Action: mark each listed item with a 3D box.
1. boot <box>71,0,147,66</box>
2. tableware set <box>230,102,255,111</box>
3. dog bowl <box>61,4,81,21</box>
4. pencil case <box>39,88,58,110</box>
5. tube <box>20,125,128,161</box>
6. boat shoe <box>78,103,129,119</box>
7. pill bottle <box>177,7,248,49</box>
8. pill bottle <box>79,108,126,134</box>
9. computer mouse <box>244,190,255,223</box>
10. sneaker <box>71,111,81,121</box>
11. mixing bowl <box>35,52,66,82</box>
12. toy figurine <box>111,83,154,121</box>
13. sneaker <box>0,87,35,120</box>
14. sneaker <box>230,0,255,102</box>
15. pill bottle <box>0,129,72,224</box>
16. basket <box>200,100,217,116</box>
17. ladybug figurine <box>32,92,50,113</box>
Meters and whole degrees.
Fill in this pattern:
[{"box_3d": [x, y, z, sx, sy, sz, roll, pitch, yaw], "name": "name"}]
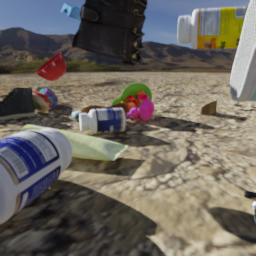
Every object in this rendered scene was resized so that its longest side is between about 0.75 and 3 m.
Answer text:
[{"box_3d": [0.217, -2.244, 4.830, 2.651, 2.308, 0.918, 13, 26, 20], "name": "boot"}, {"box_3d": [6.113, -1.106, 14.122, 1.841, 0.214, 1.538, -1, 14, -1], "name": "tableware set"}, {"box_3d": [-1.713, -3.729, 9.047, 0.669, 0.297, 1.199, 2, 29, -37], "name": "dog bowl"}, {"box_3d": [-4.136, -1.522, 14.321, 0.853, 0.926, 2.003, -5, 16, -21], "name": "pencil case"}, {"box_3d": [-1.473, 0.451, 7.247, 2.786, 0.723, 0.808, 7, 58, 16], "name": "tube"}, {"box_3d": [-0.952, -0.424, 10.636, 2.163, 0.761, 0.760, -8, -22, -38], "name": "boat shoe"}, {"box_3d": [2.546, -2.915, 8.255, 2.081, 1.137, 1.137, 3, 15, 15], "name": "pill bottle"}, {"box_3d": [-0.878, -0.229, 9.455, 1.469, 0.816, 0.816, -4, 15, -13], "name": "pill bottle"}, {"box_3d": [2.274, 1.297, 4.594, 0.610, 0.244, 1.113, 5, 15, 15], "name": "computer mouse"}, {"box_3d": [-1.643, -0.503, 11.395, 1.247, 0.461, 0.511, -14, 23, -15], "name": "sneaker"}, {"box_3d": [-1.960, -1.541, 7.399, 0.867, 0.470, 0.867, -31, 26, 17], "name": "mixing bowl"}, {"box_3d": [0.317, -0.860, 11.584, 1.911, 1.434, 1.758, -23, 26, -2], "name": "toy figurine"}, {"box_3d": [-5.175, -1.055, 11.776, 2.372, 1.260, 0.887, -9, 17, -32], "name": "sneaker"}, {"box_3d": [2.758, -1.691, 5.103, 1.118, 2.728, 1.008, 2, 42, -3], "name": "sneaker"}, {"box_3d": [-1.908, 0.709, 4.995, 1.198, 1.198, 2.071, 4, 14, 17], "name": "pill bottle"}, {"box_3d": [3.607, -0.950, 12.691, 0.591, 0.617, 0.828, 12, 19, 38], "name": "basket"}, {"box_3d": [-4.086, -1.217, 12.788, 1.562, 1.060, 0.562, 16, 54, 33], "name": "ladybug figurine"}]
